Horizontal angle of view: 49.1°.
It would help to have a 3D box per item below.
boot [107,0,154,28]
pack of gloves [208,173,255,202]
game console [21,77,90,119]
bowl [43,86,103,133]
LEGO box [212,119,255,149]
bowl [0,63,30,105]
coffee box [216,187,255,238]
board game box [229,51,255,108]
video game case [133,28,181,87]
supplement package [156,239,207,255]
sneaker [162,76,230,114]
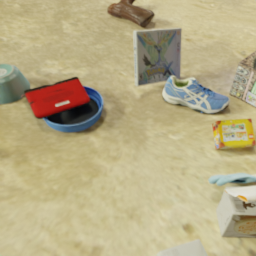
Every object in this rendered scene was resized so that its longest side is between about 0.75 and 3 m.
[{"bbox_3d":[0.516,-5.770,13.533,2.371,0.761,2.210,29,65,30],"label":"boot"},{"bbox_3d":[2.950,1.026,5.986,2.196,0.433,1.845,-3,3,-12],"label":"pack of gloves"},{"bbox_3d":[-2.302,-0.909,8.805,1.725,1.024,1.486,-22,70,-25],"label":"game console"},{"bbox_3d":[-1.712,-0.602,8.602,1.910,0.375,1.910,0,45,0],"label":"bowl"},{"bbox_3d":[2.863,0.168,7.599,0.987,0.381,0.735,-3,77,-4],"label":"LEGO box"},{"bbox_3d":[-4.121,-1.570,9.283,1.543,0.807,1.543,1,44,-1],"label":"bowl"},{"bbox_3d":[2.810,1.779,5.803,1.671,0.955,0.666,2,44,1],"label":"coffee box"},{"bbox_3d":[4.960,-1.408,8.787,2.051,1.246,2.573,-35,54,-30],"label":"board game box"},{"bbox_3d":[1.007,-2.353,9.253,1.877,1.711,0.207,-15,25,-29],"label":"video game case"},{"bbox_3d":[0.975,2.536,4.895,0.835,0.614,0.799,-6,50,-24],"label":"supplement package"},{"bbox_3d":[2.123,-1.044,8.743,2.112,0.813,0.799,12,44,9],"label":"sneaker"}]
